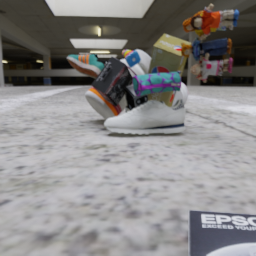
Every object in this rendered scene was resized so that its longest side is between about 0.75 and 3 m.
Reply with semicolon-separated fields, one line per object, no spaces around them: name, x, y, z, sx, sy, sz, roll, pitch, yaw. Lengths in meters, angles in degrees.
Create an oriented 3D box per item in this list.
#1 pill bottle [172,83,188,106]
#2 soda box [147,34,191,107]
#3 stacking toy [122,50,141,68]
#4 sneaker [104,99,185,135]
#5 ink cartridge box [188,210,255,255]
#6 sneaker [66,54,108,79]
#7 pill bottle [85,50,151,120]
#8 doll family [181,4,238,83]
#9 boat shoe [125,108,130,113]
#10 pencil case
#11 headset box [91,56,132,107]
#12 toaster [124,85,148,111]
pill bottle;2.167;-1.556;13.824;1.509;1.509;2.662;3;10;13
soda box;1.189;-1.593;9.420;0.947;2.796;0.895;25;49;13
stacking toy;0.014;-2.320;8.949;0.470;0.444;0.809;-36;42;-1
sneaker;0.501;-0.333;8.518;2.494;1.004;0.953;-4;10;-7
ink cartridge box;1.513;1.143;2.405;1.976;0.433;1.995;1;10;11
sneaker;-1.334;-2.168;9.370;1.684;0.673;0.601;28;-20;32
pill bottle;-0.237;-1.680;10.926;2.743;1.503;1.503;-47;27;-13
doll family;2.074;-2.320;7.483;1.312;2.114;0.952;-3;42;9
boat shoe;0.260;-1.329;12.112;0.584;1.834;0.648;12;-11;-10
pencil case;0.843;-1.279;8.085;1.413;0.601;0.653;-9;24;-16
headset box;-0.479;-1.499;9.170;0.602;1.160;1.558;34;-3;19
toaster;0.277;-0.911;9.219;0.578;0.881;0.974;-20;37;-15
